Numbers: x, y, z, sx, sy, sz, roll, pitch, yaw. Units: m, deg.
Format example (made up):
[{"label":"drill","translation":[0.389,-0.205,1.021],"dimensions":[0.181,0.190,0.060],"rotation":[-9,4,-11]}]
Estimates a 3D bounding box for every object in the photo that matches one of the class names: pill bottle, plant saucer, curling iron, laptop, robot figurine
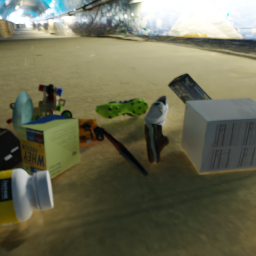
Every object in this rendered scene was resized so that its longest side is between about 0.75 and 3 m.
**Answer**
[{"label":"pill bottle","translation":[-3.284,1.824,7.243],"dimensions":[2.490,1.386,1.386],"rotation":[-9,26,-14]},{"label":"plant saucer","translation":[-4.280,-0.652,11.552],"dimensions":[0.299,1.664,1.664],"rotation":[10,25,1]},{"label":"curling iron","translation":[-0.368,0.839,10.092],"dimensions":[2.880,0.368,0.714],"rotation":[37,64,26]},{"label":"laptop","translation":[-4.845,0.865,9.938],"dimensions":[1.958,1.011,1.735],"rotation":[47,41,-3]},{"label":"robot figurine","translation":[-2.319,0.202,11.560],"dimensions":[2.148,0.625,1.557],"rotation":[-5,44,-11]}]

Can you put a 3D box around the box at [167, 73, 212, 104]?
[{"label":"box","translation":[3.016,-1.363,12.818],"dimensions":[0.614,2.408,1.899],"rotation":[-46,7,-1]}]

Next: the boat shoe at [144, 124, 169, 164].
[{"label":"boat shoe","translation":[1.129,0.482,10.612],"dimensions":[0.878,0.876,2.373],"rotation":[-2,32,0]}]

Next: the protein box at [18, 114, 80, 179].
[{"label":"protein box","translation":[-2.617,0.589,9.508],"dimensions":[1.126,1.669,1.657],"rotation":[11,21,27]}]

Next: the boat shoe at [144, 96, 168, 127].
[{"label":"boat shoe","translation":[1.377,-0.845,13.727],"dimensions":[1.028,0.933,2.795],"rotation":[6,25,12]}]

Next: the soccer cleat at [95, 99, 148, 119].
[{"label":"soccer cleat","translation":[-0.260,-1.012,13.789],"dimensions":[2.865,0.967,1.161],"rotation":[-10,24,-37]}]

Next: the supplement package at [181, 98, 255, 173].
[{"label":"supplement package","translation":[3.563,0.197,10.161],"dimensions":[2.629,1.981,1.995],"rotation":[-4,25,-9]}]

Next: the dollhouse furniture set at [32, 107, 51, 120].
[{"label":"dollhouse furniture set","translation":[-4.490,-1.083,14.444],"dimensions":[1.010,0.774,1.541],"rotation":[-8,26,-17]}]

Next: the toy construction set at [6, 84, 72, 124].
[{"label":"toy construction set","translation":[-3.953,-0.782,12.884],"dimensions":[2.759,2.301,2.120],"rotation":[-12,8,-7]}]
